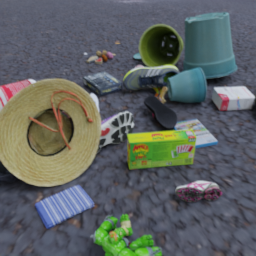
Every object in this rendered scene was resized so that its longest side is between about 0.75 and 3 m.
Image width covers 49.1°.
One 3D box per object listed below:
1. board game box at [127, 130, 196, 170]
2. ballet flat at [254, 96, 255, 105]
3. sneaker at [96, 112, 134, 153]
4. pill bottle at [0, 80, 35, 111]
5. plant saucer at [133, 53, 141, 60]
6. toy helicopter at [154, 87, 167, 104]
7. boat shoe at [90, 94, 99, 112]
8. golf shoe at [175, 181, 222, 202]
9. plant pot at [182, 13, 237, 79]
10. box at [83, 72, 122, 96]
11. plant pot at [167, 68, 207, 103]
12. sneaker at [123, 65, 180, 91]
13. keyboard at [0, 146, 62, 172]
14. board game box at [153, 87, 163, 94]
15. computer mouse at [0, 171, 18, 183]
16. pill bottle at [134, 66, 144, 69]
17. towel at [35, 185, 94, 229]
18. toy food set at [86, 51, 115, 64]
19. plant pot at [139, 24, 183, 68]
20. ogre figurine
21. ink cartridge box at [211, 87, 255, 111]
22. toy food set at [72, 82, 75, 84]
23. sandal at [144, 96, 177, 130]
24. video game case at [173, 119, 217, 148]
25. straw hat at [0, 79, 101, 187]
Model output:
[{"bbox_3d":[0.953,0.633,8.205,1.924,0.977,0.458,-4,32,-6],"label":"board game box"},{"bbox_3d":[5.118,-0.675,10.616,0.723,0.618,2.175,36,26,-13],"label":"ballet flat"},{"bbox_3d":[-0.848,0.050,9.193,2.450,0.988,1.022,-23,29,-34],"label":"sneaker"},{"bbox_3d":[-4.030,-1.080,10.565,2.292,1.287,1.287,-23,39,-31],"label":"pill bottle"},{"bbox_3d":[0.746,-4.108,16.128,0.860,0.155,0.860,-8,36,6],"label":"plant saucer"},{"bbox_3d":[1.267,-1.196,11.119,0.374,0.949,0.628,20,7,-44],"label":"toy helicopter"},{"bbox_3d":[-1.487,-0.732,10.758,0.522,0.552,1.540,-35,35,20],"label":"boat shoe"},{"bbox_3d":[1.771,1.623,7.264,1.182,0.429,0.544,2,19,-9],"label":"golf shoe"},{"bbox_3d":[3.799,-3.977,13.366,2.649,2.595,2.649,-9,26,4],"label":"plant pot"},{"bbox_3d":[-1.176,-2.033,12.770,1.216,0.394,1.543,-23,42,-30],"label":"box"},{"bbox_3d":[2.318,-1.652,11.427,1.335,1.421,1.421,-9,34,-2],"label":"plant pot"},{"bbox_3d":[1.089,-2.171,12.202,2.690,0.994,1.089,-15,22,-9],"label":"sneaker"},{"bbox_3d":[-3.170,0.812,8.624,2.447,0.485,1.273,-14,59,-23],"label":"keyboard"},{"bbox_3d":[1.398,-1.809,12.675,0.408,0.191,0.803,-9,34,-13],"label":"board game box"},{"bbox_3d":[-3.396,1.362,7.577,1.071,0.282,0.741,-7,10,-43],"label":"computer mouse"},{"bbox_3d":[0.444,-2.504,13.345,0.615,0.615,1.110,9,34,13],"label":"pill bottle"},{"bbox_3d":[-1.595,1.943,7.014,1.253,0.149,0.907,-20,36,-30],"label":"towel"},{"bbox_3d":[-1.477,-4.072,15.988,1.172,0.290,1.843,16,38,17],"label":"toy food set"},{"bbox_3d":[2.022,-4.376,15.112,2.285,2.285,2.170,14,24,20],"label":"plant pot"},{"bbox_3d":[-0.110,2.385,5.843,0.891,0.729,1.486,-11,46,-48],"label":"ogre figurine"},{"bbox_3d":[4.217,-1.194,11.338,1.349,0.577,0.995,-2,36,-5],"label":"ink cartridge box"},{"bbox_3d":[-2.048,-0.692,10.021,0.893,0.947,1.984,-39,39,22],"label":"toy food set"},{"bbox_3d":[1.216,-0.529,10.434,0.740,0.444,1.971,-19,42,-14],"label":"sandal"},{"bbox_3d":[2.240,0.188,9.673,1.052,0.131,1.470,-9,35,-13],"label":"video game case"},{"bbox_3d":[-2.279,0.133,8.146,2.980,2.980,1.261,-17,6,-24],"label":"straw hat"}]
